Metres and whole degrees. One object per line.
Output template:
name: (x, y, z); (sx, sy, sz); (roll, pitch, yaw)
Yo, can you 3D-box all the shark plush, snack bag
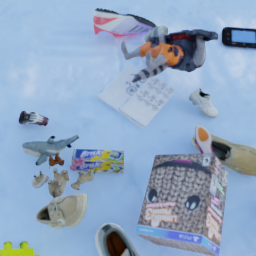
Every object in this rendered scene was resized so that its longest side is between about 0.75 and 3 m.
shark plush: (-2.111, 0.514, 7.832); (1.532, 0.638, 0.696); (-10, 35, -14)
snack bag: (0.263, -1.139, 9.101); (1.958, 0.210, 1.846); (35, 67, 16)

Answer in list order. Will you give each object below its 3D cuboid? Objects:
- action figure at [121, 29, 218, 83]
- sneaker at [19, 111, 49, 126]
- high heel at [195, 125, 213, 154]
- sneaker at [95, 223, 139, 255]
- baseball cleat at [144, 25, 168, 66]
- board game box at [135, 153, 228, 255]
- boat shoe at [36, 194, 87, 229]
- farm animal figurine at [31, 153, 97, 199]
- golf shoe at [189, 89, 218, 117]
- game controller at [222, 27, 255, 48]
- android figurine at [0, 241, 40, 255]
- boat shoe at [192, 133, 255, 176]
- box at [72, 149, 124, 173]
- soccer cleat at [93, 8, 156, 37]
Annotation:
action figure: (1.113, -2.083, 8.123); (2.572, 2.659, 1.391); (-8, 105, -26)
sneaker: (-2.814, -0.217, 8.475); (1.146, 0.662, 0.434); (8, 80, 47)
high heel: (2.092, 0.563, 7.593); (0.427, 0.609, 1.269); (-23, 74, -6)
sneaker: (0.003, 3.333, 6.356); (0.919, 0.986, 2.486); (-29, 74, -17)
baseball cleat: (0.874, -2.845, 9.911); (0.873, 0.572, 1.640); (13, 74, 44)
board game box: (1.318, 1.743, 6.663); (1.634, 0.993, 2.050); (-7, 53, 38)
boat shoe: (-1.565, 1.927, 6.473); (0.605, 1.863, 0.672); (23, 54, -29)
farm animal figurine: (-1.634, 1.317, 7.276); (1.271, 0.663, 1.257); (21, 44, 16)
golf shoe: (2.419, -0.772, 8.647); (1.095, 0.532, 0.429); (36, 47, -6)
game controller: (4.186, -3.281, 10.198); (1.538, 0.324, 0.802); (5, 62, 3)
android figurine: (-2.552, 3.182, 6.436); (1.168, 0.264, 1.283); (12, 24, -32)
boat shoe: (2.824, 0.774, 7.674); (2.280, 0.868, 0.817); (20, 99, 16)
box: (-0.827, 0.927, 7.859); (1.418, 0.497, 0.456); (2, 43, 1)
soccer cleat: (-0.123, -3.682, 10.164); (2.371, 0.868, 0.809); (2, 29, -23)
